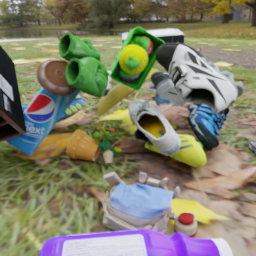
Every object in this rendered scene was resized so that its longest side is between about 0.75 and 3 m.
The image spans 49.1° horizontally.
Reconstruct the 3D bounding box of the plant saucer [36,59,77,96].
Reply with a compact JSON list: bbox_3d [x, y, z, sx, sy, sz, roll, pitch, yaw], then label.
[{"bbox_3d":[-1.684,-1.289,6.864,1.064,1.064,0.195,-14,-16,-31],"label":"plant saucer"}]

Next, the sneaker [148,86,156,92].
[{"bbox_3d":[1.632,-2.092,14.231,1.276,0.507,0.501,8,25,23],"label":"sneaker"}]

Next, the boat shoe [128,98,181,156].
[{"bbox_3d":[0.459,-0.267,7.382,0.865,0.999,2.342,-37,41,5],"label":"boat shoe"}]

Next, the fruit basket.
[{"bbox_3d":[0.201,-1.625,6.704,1.069,1.482,1.482,21,11,-29],"label":"fruit basket"}]

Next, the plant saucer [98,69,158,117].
[{"bbox_3d":[-0.107,-1.282,9.319,1.877,0.455,1.877,-33,7,44],"label":"plant saucer"}]

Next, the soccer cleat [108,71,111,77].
[{"bbox_3d":[-0.350,-1.901,10.069,0.939,0.364,0.325,19,30,-12],"label":"soccer cleat"}]

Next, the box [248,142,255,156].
[{"bbox_3d":[3.915,0.659,7.912,0.685,0.216,0.868,0,22,-1],"label":"box"}]

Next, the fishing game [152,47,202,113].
[{"bbox_3d":[1.599,-1.564,10.040,1.974,2.757,0.428,-32,64,-28],"label":"fishing game"}]

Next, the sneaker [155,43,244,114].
[{"bbox_3d":[1.298,-1.095,6.069,2.176,0.806,0.963,37,65,26],"label":"sneaker"}]

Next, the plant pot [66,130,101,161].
[{"bbox_3d":[-1.166,0.545,7.607,0.726,0.793,0.793,22,27,10],"label":"plant pot"}]

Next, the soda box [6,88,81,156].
[{"bbox_3d":[-2.256,-0.566,7.779,0.837,2.608,0.885,36,6,-21],"label":"soda box"}]

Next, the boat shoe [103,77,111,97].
[{"bbox_3d":[-0.701,-1.285,8.351,0.389,0.321,1.040,10,33,-19],"label":"boat shoe"}]

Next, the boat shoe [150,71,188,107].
[{"bbox_3d":[1.303,-1.147,7.784,0.756,0.744,2.099,-34,-20,21],"label":"boat shoe"}]

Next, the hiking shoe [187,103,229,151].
[{"bbox_3d":[2.523,-0.342,8.625,1.177,1.010,2.715,-31,21,21],"label":"hiking shoe"}]

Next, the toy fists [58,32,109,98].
[{"bbox_3d":[-1.041,-1.583,6.982,1.017,0.686,1.996,24,33,-45],"label":"toy fists"}]

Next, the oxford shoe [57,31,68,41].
[{"bbox_3d":[-2.239,-3.058,9.703,0.344,0.358,0.971,-16,8,-15],"label":"oxford shoe"}]

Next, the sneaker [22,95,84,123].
[{"bbox_3d":[-2.800,-0.397,9.514,2.679,0.950,1.110,-21,-5,-18],"label":"sneaker"}]

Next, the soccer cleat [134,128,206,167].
[{"bbox_3d":[1.075,0.495,7.679,1.060,0.820,2.535,-24,30,-20],"label":"soccer cleat"}]

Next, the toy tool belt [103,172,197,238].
[{"bbox_3d":[0.394,1.369,5.065,1.743,1.071,1.088,6,23,13],"label":"toy tool belt"}]

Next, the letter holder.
[{"bbox_3d":[-3.850,-0.857,7.034,1.794,1.269,2.523,-21,61,-1],"label":"letter holder"}]

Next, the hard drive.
[{"bbox_3d":[0.661,-2.523,7.891,1.657,0.313,1.158,-5,26,3],"label":"hard drive"}]

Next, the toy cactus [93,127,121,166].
[{"bbox_3d":[-0.514,0.546,7.573,0.593,1.160,0.957,-17,57,11],"label":"toy cactus"}]

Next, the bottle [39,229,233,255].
[{"bbox_3d":[0.124,1.921,3.781,2.522,1.054,0.823,-2,23,-6],"label":"bottle"}]
